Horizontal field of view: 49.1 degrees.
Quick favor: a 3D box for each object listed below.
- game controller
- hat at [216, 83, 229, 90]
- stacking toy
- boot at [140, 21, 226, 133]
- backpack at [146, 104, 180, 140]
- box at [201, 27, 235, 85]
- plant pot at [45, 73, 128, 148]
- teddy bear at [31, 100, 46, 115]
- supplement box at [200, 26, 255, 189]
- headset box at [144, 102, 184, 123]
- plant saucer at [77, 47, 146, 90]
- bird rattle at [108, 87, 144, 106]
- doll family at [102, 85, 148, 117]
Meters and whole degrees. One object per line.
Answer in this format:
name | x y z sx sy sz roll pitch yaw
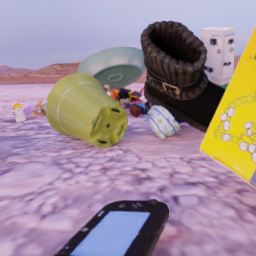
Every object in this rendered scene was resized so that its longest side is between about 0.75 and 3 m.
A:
game controller | -0.101 0.842 2.144 0.636 0.257 1.219 4 11 20
hat | 3.601 -1.637 9.386 2.669 2.349 2.211 -4 13 -24
stacking toy | -2.827 -0.661 8.896 1.609 0.378 1.213 -13 20 -17
boot | 1.475 -0.889 5.685 2.723 1.025 2.036 21 -24 11
backpack | 0.746 -0.116 5.979 0.707 0.750 0.920 -38 14 -16
box | 1.964 -1.591 6.193 0.351 1.167 0.681 -20 30 -25
plant pot | -0.721 -0.240 5.594 1.413 1.413 1.341 -8 27 -36
teddy bear | -2.780 -0.757 9.936 1.514 0.506 1.098 -8 16 -37
supplement box | 2.332 -0.155 3.194 2.624 1.437 1.428 -10 37 -41
headset box | 1.088 -0.607 7.312 1.309 0.973 0.491 -8 20 7
plant saucer | -0.505 -2.064 10.530 2.742 0.493 2.742 -12 -15 -3
bird rattle | -0.287 -1.114 11.575 1.596 1.103 1.958 -23 34 -33
doll family | -0.327 -0.958 9.632 2.718 1.067 1.571 5 6 13
